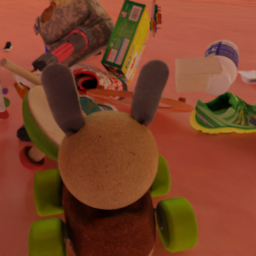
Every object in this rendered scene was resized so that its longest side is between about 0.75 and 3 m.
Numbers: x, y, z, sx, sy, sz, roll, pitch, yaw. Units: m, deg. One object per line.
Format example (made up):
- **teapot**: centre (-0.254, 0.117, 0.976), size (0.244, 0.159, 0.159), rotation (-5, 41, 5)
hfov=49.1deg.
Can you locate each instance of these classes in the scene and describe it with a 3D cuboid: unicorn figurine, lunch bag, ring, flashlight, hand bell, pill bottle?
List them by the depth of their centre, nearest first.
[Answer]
- **unicorn figurine**: centre (-2.353, -1.131, 6.662), size (1.134, 0.779, 0.419), rotation (11, 61, 10)
- **ring**: centre (0.287, -0.707, 6.860), size (2.617, 0.251, 2.617), rotation (10, -1, 0)
- **pill bottle**: centre (2.295, -1.512, 7.104), size (0.910, 0.910, 1.520), rotation (11, 42, 17)
- **flashlight**: centre (-1.665, -2.040, 7.416), size (0.691, 0.688, 2.033), rotation (18, 43, 15)
- **hand bell**: centre (-2.100, -3.392, 7.768), size (0.824, 0.824, 1.582), rotation (5, 51, 8)
- **lunch bag**: centre (-1.778, -3.364, 9.541), size (2.395, 2.009, 1.669), rotation (-26, 11, 21)

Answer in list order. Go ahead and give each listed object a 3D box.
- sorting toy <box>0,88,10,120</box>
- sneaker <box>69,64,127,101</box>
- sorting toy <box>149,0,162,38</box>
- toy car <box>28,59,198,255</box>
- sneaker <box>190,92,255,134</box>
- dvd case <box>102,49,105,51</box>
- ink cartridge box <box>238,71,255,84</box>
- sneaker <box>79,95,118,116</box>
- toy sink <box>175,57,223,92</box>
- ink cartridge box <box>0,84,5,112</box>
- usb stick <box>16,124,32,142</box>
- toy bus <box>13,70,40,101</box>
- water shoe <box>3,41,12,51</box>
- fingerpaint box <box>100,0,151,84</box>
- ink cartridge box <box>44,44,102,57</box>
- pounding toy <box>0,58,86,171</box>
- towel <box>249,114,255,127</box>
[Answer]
- **sorting toy**: centre (-3.297, -0.681, 7.493), size (0.312, 0.899, 0.310), rotation (8, 28, -15)
- **sneaker**: centre (-1.378, -1.510, 8.493), size (2.605, 0.870, 1.396), rotation (25, 13, 33)
- **sorting toy**: centre (0.737, -2.797, 7.164), size (0.219, 0.624, 1.294), rotation (1, 58, 12)
- **toy car**: centre (-0.304, 0.386, 3.881), size (2.245, 2.733, 2.156), rotation (-7, 31, -11)
- **sneaker**: centre (2.685, -0.405, 6.975), size (2.262, 0.945, 0.838), rotation (-6, 30, -11)
- **dvd case**: centre (-0.663, -4.071, 13.909), size (1.708, 0.188, 1.247), rotation (3, 31, 4)
- **ink cartridge box**: centre (4.494, -1.843, 10.165), size (0.804, 0.249, 0.992), rotation (-4, 23, -4)
- **sneaker**: centre (-1.013, -0.450, 7.451), size (1.562, 0.605, 0.622), rotation (15, 48, 28)
- **toy sink**: centre (1.290, -0.985, 5.224), size (0.794, 0.445, 0.518), rotation (-3, 48, 5)
- **ink cartridge box**: centre (-3.786, -0.886, 6.070), size (0.824, 1.435, 1.976), rotation (-1, 11, 20)
- **usb stick**: centre (-2.087, -0.464, 7.712), size (0.770, 0.453, 2.777), rotation (-13, 26, 19)
- **toy bus**: centre (-2.367, -1.221, 8.043), size (1.341, 0.910, 1.287), rotation (-34, -3, 0)
- **water shoe**: centre (-5.864, -3.960, 13.557), size (0.316, 0.348, 0.883), rotation (-5, 31, -8)
- **fingerpaint box**: centre (-0.016, -2.588, 8.746), size (0.740, 2.016, 1.682), rotation (20, -1, 11)
- **ink cartridge box**: centre (-2.336, -3.557, 12.067), size (2.502, 1.176, 0.553), rotation (-23, 36, -32)
- **pounding toy**: centre (-1.780, -0.009, 5.954), size (2.507, 1.163, 1.935), rotation (55, 17, 18)
- **towel**: centre (4.081, 0.106, 6.279), size (2.295, 0.249, 1.683), rotation (36, 45, 25)
